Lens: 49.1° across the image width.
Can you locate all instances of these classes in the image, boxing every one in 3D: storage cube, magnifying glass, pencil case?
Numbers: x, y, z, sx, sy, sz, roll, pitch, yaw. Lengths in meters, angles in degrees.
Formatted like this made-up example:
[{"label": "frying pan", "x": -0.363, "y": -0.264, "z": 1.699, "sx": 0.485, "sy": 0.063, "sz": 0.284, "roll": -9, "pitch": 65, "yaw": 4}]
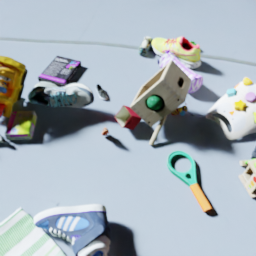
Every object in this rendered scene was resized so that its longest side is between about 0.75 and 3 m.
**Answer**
[{"label": "storage cube", "x": 0.015, "y": -0.390, "z": 11.095, "sx": 0.690, "sy": 0.656, "sz": 0.768, "roll": 12, "pitch": 34, "yaw": -48}, {"label": "magnifying glass", "x": 2.139, "y": 1.788, "z": 9.721, "sx": 0.972, "sy": 0.273, "sz": 2.441, "roll": -16, "pitch": 53, "yaw": -13}, {"label": "pencil case", "x": 2.401, "y": -2.595, "z": 12.867, "sx": 0.986, "sy": 1.004, "sz": 2.348, "roll": -19, "pitch": 53, "yaw": -31}]

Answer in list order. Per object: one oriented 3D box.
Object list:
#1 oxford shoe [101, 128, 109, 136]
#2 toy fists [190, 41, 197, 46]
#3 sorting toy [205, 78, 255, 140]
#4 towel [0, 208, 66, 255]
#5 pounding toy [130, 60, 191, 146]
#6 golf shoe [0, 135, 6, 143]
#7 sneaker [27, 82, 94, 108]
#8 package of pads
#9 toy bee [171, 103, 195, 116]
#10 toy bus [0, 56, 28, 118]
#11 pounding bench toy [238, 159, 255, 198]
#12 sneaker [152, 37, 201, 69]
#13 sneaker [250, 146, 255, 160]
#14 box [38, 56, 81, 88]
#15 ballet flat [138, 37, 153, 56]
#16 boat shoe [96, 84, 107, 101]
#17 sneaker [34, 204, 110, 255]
[{"label": "oxford shoe", "x": -0.898, "y": 0.112, "z": 10.714, "sx": 0.275, "sy": 0.772, "sz": 0.281, "roll": -1, "pitch": 78, "yaw": -14}, {"label": "toy fists", "x": 3.142, "y": -4.398, "z": 14.774, "sx": 1.119, "sy": 0.385, "sz": 0.570, "roll": 29, "pitch": 56, "yaw": 24}, {"label": "sorting toy", "x": 4.452, "y": -0.627, "z": 11.301, "sx": 2.255, "sy": 1.338, "sz": 2.505, "roll": -35, "pitch": 56, "yaw": -5}, {"label": "towel", "x": -3.167, "y": 3.647, "z": 8.167, "sx": 2.326, "sy": 0.272, "sz": 1.774, "roll": 36, "pitch": 58, "yaw": 26}, {"label": "pounding toy", "x": 1.281, "y": -0.962, "z": 10.811, "sx": 1.653, "sy": 2.140, "sz": 2.325, "roll": 42, "pitch": 38, "yaw": -12}, {"label": "golf shoe", "x": -5.205, "y": 0.428, "z": 10.768, "sx": 1.157, "sy": 0.450, "sz": 0.546, "roll": 18, "pitch": 57, "yaw": 26}, {"label": "sneaker", "x": -2.771, "y": -1.161, "z": 11.444, "sx": 2.773, "sy": 1.076, "sz": 1.197, "roll": 4, "pitch": 29, "yaw": 13}, {"label": "package of pads", "x": -4.241, "y": -0.121, "z": 11.178, "sx": 0.996, "sy": 0.439, "sz": 1.289, "roll": -2, "pitch": 50, "yaw": -1}, {"label": "toy bee", "x": 2.267, "y": -0.776, "z": 11.674, "sx": 0.945, "sy": 0.514, "sz": 0.619, "roll": -4, "pitch": 13, "yaw": -18}, {"label": "toy bus", "x": -5.037, "y": -1.349, "z": 10.918, "sx": 1.574, "sy": 2.320, "sz": 2.227, "roll": 18, "pitch": 56, "yaw": -20}, {"label": "pounding bench toy", "x": 4.360, "y": 1.417, "z": 9.452, "sx": 0.872, "sy": 1.095, "sz": 1.403, "roll": -11, "pitch": 50, "yaw": -12}, {"label": "sneaker", "x": 2.437, "y": -4.059, "z": 13.913, "sx": 2.817, "sy": 1.272, "sz": 1.101, "roll": 28, "pitch": 57, "yaw": 23}, {"label": "sneaker", "x": 5.134, "y": 1.285, "z": 9.322, "sx": 1.832, "sy": 0.964, "sz": 2.536, "roll": 14, "pitch": 27, "yaw": 3}, {"label": "box", "x": -3.237, "y": -2.697, "z": 13.395, "sx": 1.333, "sy": 0.337, "sz": 1.865, "roll": 17, "pitch": 54, "yaw": 13}, {"label": "ballet flat", "x": 0.968, "y": -4.438, "z": 14.688, "sx": 0.618, "sy": 0.618, "sz": 1.664, "roll": 13, "pitch": 51, "yaw": 10}, {"label": "boat shoe", "x": -1.210, "y": -1.595, "z": 12.516, "sx": 0.322, "sy": 0.266, "sz": 0.940, "roll": -23, "pitch": 54, "yaw": -18}, {"label": "sneaker", "x": -1.647, "y": 3.218, "z": 8.105, "sx": 2.301, "sy": 0.927, "sz": 1.685, "roll": -9, "pitch": 58, "yaw": 2}]
